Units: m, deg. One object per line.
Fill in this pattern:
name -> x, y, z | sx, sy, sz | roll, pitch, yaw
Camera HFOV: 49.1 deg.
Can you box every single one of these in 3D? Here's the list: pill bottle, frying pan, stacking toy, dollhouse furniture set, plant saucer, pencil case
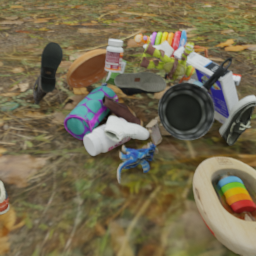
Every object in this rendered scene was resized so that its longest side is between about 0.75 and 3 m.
pill bottle -> -0.669, 0.307, 9.157 | 1.452, 0.823, 0.823 | -26, 42, -33
pill bottle -> -0.472, -2.434, 9.494 | 0.561, 1.025, 0.561 | 7, 21, -3
frying pan -> 1.870, -1.004, 8.306 | 1.693, 2.800, 0.456 | 19, -7, -4
stacking toy -> 1.228, -3.375, 11.106 | 2.031, 1.179, 1.115 | 14, 8, 6
dollhouse furniture set -> 1.042, 0.198, 9.225 | 0.654, 0.765, 1.477 | -2, 27, 37
plant saucer -> -1.553, -2.496, 11.652 | 2.320, 2.320, 0.434 | -25, 76, -31
pencil case -> -1.268, -0.628, 10.273 | 1.167, 1.075, 2.526 | -6, 30, 28

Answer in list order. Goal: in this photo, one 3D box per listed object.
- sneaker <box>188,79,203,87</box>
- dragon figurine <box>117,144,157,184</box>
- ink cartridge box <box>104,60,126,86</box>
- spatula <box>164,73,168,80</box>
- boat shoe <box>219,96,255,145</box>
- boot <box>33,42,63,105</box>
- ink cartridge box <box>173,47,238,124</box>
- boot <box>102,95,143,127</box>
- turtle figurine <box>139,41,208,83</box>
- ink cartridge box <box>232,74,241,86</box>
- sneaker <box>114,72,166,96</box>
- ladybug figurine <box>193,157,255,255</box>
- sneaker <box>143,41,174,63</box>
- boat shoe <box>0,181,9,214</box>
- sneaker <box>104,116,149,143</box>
sneaker -> 2.264, -0.744, 9.805 | 0.744, 1.817, 0.672 | 31, 41, 35
dragon figurine -> 0.284, 0.890, 7.867 | 1.030, 0.610, 2.072 | 2, 14, 9
ink cartridge box -> -0.549, -2.202, 11.378 | 0.475, 0.832, 1.602 | 18, -5, -12
spatula -> 1.603, -2.174, 10.908 | 0.189, 0.520, 1.842 | 1, -4, -5
boat shoe -> 3.522, -0.177, 8.749 | 0.717, 2.029, 0.646 | -12, 57, -12
boot -> -3.257, -2.067, 10.845 | 0.747, 2.158, 1.878 | 15, -12, -27
ink cartridge box -> 2.884, -1.422, 10.165 | 0.560, 2.581, 2.557 | -37, 43, -5
boot -> -0.278, -0.434, 9.764 | 1.430, 0.622, 1.719 | 30, 18, -23
turtle figurine -> 1.386, -2.024, 9.302 | 1.939, 2.404, 0.774 | 18, 70, -3
ink cartridge box -> 4.939, -2.533, 13.733 | 1.065, 0.374, 1.310 | 15, 41, 21
sneaker -> 0.497, -1.482, 9.885 | 1.814, 0.963, 0.678 | 10, 77, 17
ladybug figurine -> 2.544, 1.827, 6.744 | 1.939, 1.027, 2.856 | -1, 34, -1
sneaker -> 1.085, -2.762, 9.763 | 1.150, 0.665, 0.424 | 42, 9, 31
boat shoe -> -3.635, 1.638, 7.503 | 0.571, 0.502, 1.605 | -25, 41, -29
sneaker -> -0.067, 0.221, 8.586 | 1.387, 0.511, 0.802 | 20, 41, -1
